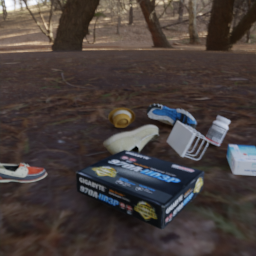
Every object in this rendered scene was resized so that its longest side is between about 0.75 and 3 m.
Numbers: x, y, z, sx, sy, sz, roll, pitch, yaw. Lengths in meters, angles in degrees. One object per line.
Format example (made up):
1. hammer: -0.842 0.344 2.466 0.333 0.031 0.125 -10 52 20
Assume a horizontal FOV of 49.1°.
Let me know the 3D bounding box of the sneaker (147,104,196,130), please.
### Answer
1. sneaker: 2.093 -0.487 13.054 2.361 0.885 1.023 24 2 23

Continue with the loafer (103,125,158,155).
1. loafer: 0.218 0.541 10.231 2.516 0.859 0.952 -15 -11 -40

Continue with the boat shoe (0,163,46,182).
1. boat shoe: -3.380 1.352 8.702 1.610 0.504 0.573 -1 19 -5

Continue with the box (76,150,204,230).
1. box: 0.319 1.463 7.574 2.762 0.635 2.195 13 21 36

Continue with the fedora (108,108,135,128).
1. fedora: -0.297 -0.354 12.551 1.228 1.228 0.501 1 47 2

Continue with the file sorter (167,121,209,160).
1. file sorter: 2.184 0.478 10.250 0.821 0.915 1.318 19 14 -22

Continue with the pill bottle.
1. pill bottle: 3.493 0.113 10.891 0.624 1.076 0.624 24 8 -4

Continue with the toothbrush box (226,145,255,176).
1. toothbrush box: 3.894 1.067 9.398 0.911 0.531 1.245 3 23 9
